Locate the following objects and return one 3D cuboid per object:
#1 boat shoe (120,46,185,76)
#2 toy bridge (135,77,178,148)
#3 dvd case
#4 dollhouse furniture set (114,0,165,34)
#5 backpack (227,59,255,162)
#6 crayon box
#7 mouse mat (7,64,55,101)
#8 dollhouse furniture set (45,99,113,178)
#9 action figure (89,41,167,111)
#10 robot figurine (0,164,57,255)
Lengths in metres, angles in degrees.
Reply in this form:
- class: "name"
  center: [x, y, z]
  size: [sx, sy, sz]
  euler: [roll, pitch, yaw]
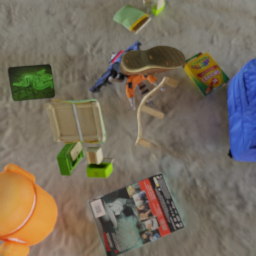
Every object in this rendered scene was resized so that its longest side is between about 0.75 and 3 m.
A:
- class: "boat shoe"
  center: [0.661, -1.818, 7.790]
  size: [1.915, 0.647, 0.689]
  euler: [-10, 79, -19]
- class: "toy bridge"
  center: [0.693, -0.489, 8.440]
  size: [0.759, 0.307, 2.258]
  euler: [22, 98, -9]
- class: "dvd case"
  center: [0.222, 2.474, 8.020]
  size: [2.314, 0.255, 1.689]
  euler: [-21, 73, -8]
- class: "dollhouse furniture set"
  center: [0.559, -4.519, 9.998]
  size: [1.123, 0.868, 2.248]
  euler: [39, 76, 12]
- class: "backpack"
  center: [4.265, -0.644, 7.961]
  size: [2.330, 2.406, 2.867]
  euler: [4, 68, -6]
- class: "crayon box"
  center: [2.536, -1.881, 9.369]
  size: [0.931, 0.373, 1.467]
  euler: [-32, 75, -9]
- class: "mouse mat"
  center: [-3.126, -1.459, 9.083]
  size: [1.376, 0.052, 1.108]
  euler: [-7, 104, -7]
- class: "dollhouse furniture set"
  center: [-1.088, 0.113, 6.987]
  size: [1.337, 1.025, 2.041]
  euler: [-1, 115, 14]
- class: "action figure"
  center: [-0.071, -1.542, 9.138]
  size: [2.248, 1.176, 2.175]
  euler: [-36, 66, 18]
- class: "robot figurine"
  center: [-2.729, 1.982, 6.848]
  size: [1.514, 2.596, 1.867]
  euler: [19, 65, 21]
